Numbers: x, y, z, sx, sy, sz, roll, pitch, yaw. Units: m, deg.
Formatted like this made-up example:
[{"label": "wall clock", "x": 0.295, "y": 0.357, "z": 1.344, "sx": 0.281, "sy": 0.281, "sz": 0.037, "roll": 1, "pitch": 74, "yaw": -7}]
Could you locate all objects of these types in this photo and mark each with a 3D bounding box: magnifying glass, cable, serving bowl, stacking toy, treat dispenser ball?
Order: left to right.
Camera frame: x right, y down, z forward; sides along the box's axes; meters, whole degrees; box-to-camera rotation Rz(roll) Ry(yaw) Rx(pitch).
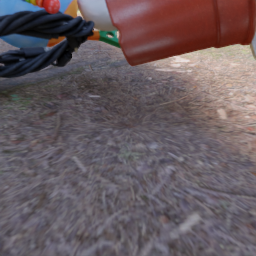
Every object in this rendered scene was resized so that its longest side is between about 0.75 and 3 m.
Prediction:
[{"label": "treat dispenser ball", "x": -2.895, "y": -3.715, "z": 8.276, "sx": 2.764, "sy": 2.764, "sz": 2.764, "roll": 0, "pitch": 28, "yaw": 0}, {"label": "stacking toy", "x": -1.586, "y": -2.212, "z": 4.679, "sx": 1.011, "sy": 0.431, "sz": 0.431, "roll": 31, "pitch": 33, "yaw": 4}, {"label": "cable", "x": -2.087, "y": -1.814, "z": 6.237, "sx": 2.408, "sy": 0.750, "sz": 2.951, "roll": -17, "pitch": 0, "yaw": 33}, {"label": "magnifying glass", "x": -0.760, "y": -3.268, "z": 9.928, "sx": 2.792, "sy": 0.313, "sz": 1.111, "roll": -5, "pitch": 65, "yaw": -19}, {"label": "serving bowl", "x": -0.574, "y": -4.247, "z": 8.516, "sx": 2.418, "sy": 2.418, "sz": 0.795, "roll": 11, "pitch": -4, "yaw": 19}]

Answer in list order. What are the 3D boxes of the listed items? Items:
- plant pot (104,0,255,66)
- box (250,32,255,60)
[{"label": "plant pot", "x": 1.065, "y": -2.945, "z": 6.672, "sx": 2.847, "sy": 2.927, "sz": 2.927, "roll": -16, "pitch": 26, "yaw": 11}, {"label": "box", "x": 3.194, "y": -2.286, "z": 6.775, "sx": 0.557, "sy": 1.144, "sz": 0.711, "roll": -19, "pitch": 19, "yaw": 23}]
